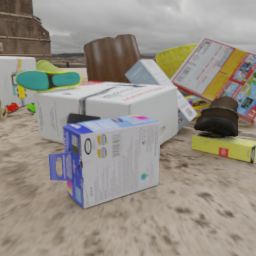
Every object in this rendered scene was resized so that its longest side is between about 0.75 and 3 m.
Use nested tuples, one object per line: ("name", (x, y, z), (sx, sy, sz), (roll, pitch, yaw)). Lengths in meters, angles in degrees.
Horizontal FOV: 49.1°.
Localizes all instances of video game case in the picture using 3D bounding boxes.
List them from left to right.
("video game case", (3.104, -1.614, 8.750), (2.993, 2.140, 0.261), (32, -13, 30))

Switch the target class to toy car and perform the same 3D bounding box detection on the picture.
("toy car", (-3.642, -0.789, 9.925), (1.121, 1.192, 0.266), (28, -27, -14))

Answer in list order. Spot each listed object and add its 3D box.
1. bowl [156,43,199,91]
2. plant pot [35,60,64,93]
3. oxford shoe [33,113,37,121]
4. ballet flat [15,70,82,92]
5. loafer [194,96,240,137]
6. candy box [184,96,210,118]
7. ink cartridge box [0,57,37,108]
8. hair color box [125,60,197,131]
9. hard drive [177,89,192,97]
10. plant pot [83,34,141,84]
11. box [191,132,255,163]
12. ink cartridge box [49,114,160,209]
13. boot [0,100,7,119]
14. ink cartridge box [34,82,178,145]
("bowl", (2.671, -2.363, 11.518), (2.943, 1.584, 2.943), (-6, 4, 0))
("plant pot", (-3.334, -2.068, 13.040), (1.715, 1.866, 1.866), (16, 19, 17))
("oxford shoe", (-2.364, -0.395, 9.002), (1.276, 0.480, 0.368), (-10, -25, -10))
("ballet flat", (-1.910, -1.123, 6.812), (1.534, 0.512, 0.514), (-5, -1, -17))
("loafer", (2.090, -0.321, 6.483), (0.928, 0.907, 2.542), (11, 3, 17))
("candy box", (1.792, -0.669, 9.516), (2.956, 0.390, 1.511), (-14, 19, -29))
("ink cartridge box", (-5.219, -1.826, 11.162), (1.974, 1.964, 2.690), (5, 15, 13))
("hair color box", (0.943, -0.906, 7.778), (0.632, 2.084, 1.032), (-42, -6, 29))
("hard drive", (2.731, -1.830, 13.961), (2.771, 0.586, 1.869), (-9, 17, -30))
("plant pot", (-0.379, -1.749, 9.357), (2.331, 2.308, 2.331), (-11, 8, 1))
("box", (2.076, 0.385, 5.961), (1.361, 0.341, 0.512), (13, 18, 38))
("ink cartridge box", (-0.326, 0.453, 4.177), (1.615, 1.102, 0.617), (-10, 18, -35))
("boot", (-4.146, -0.629, 9.108), (0.798, 0.699, 0.264), (4, -4, 44))
("ink cartridge box", (-0.501, -0.357, 6.856), (2.894, 1.212, 2.088), (11, 22, 34))
